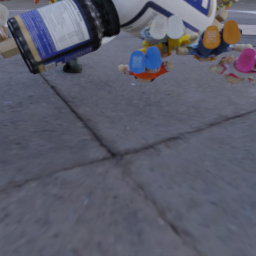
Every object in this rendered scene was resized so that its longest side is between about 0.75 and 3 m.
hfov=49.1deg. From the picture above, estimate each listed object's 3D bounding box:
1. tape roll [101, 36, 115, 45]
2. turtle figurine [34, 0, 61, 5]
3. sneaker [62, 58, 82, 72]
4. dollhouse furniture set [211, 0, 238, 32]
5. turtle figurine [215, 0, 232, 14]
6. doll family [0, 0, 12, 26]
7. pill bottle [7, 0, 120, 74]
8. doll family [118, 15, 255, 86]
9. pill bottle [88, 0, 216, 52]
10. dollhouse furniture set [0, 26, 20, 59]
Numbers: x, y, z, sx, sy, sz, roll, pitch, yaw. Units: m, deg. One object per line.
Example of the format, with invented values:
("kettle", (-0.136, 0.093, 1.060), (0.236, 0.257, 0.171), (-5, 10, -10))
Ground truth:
("tape roll", (-1.175, -3.625, 8.541), (2.231, 2.231, 0.780), (-5, 13, -10))
("turtle figurine", (-0.898, -2.984, 6.224), (2.500, 2.016, 0.805), (-17, 43, 45))
("sneaker", (-2.437, -2.680, 11.784), (0.736, 0.491, 1.286), (-4, 32, -22))
("dollhouse furniture set", (1.992, -3.610, 7.030), (1.216, 2.747, 1.424), (30, -9, -24))
("turtle figurine", (2.135, -2.832, 6.201), (0.610, 0.757, 0.244), (29, 31, -50))
("doll family", (-2.628, -1.616, 3.836), (1.385, 1.006, 2.231), (9, 16, 37))
("pill bottle", (-0.845, -1.338, 3.874), (1.382, 0.773, 0.773), (-26, 34, -14))
("doll family", (0.730, -0.886, 3.098), (1.668, 0.752, 1.035), (2, 2, 4))
("pill bottle", (0.240, -2.417, 4.916), (2.734, 1.519, 1.519), (6, 16, -45))
("dollhouse furniture set", (-3.157, -2.823, 7.079), (0.881, 1.990, 1.031), (-27, 4, -12))
